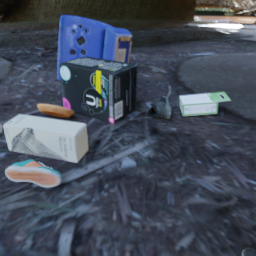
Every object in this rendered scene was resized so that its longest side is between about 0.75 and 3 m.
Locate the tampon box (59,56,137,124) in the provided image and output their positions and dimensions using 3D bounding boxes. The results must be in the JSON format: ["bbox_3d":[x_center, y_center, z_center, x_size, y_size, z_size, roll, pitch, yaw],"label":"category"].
[{"bbox_3d":[-1.093,-1.487,10.356,2.418,1.812,1.527,16,30,28],"label":"tampon box"}]

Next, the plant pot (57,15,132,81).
[{"bbox_3d":[-1.436,-3.521,13.222,2.622,2.917,2.917,15,21,15],"label":"plant pot"}]

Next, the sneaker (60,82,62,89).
[{"bbox_3d":[-2.495,-1.700,11.920,0.582,0.873,1.523,-5,23,-1],"label":"sneaker"}]

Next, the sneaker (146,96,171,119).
[{"bbox_3d":[1.082,-0.802,10.423,0.837,0.558,1.461,5,31,-5],"label":"sneaker"}]

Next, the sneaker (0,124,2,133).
[{"bbox_3d":[-4.960,0.023,8.440,1.945,0.716,1.124,-18,35,-41],"label":"sneaker"}]

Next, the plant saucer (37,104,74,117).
[{"bbox_3d":[-2.536,-0.578,9.773,1.264,0.237,1.264,10,-6,1],"label":"plant saucer"}]

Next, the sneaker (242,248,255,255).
[{"bbox_3d":[2.144,2.169,4.375,0.359,0.510,0.960,-4,26,-8],"label":"sneaker"}]

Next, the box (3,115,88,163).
[{"bbox_3d":[-2.280,0.274,7.843,2.207,0.907,0.755,7,28,17],"label":"box"}]

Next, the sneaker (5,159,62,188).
[{"bbox_3d":[-2.191,1.020,6.736,1.431,0.511,0.572,7,30,14],"label":"sneaker"}]

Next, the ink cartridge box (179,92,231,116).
[{"bbox_3d":[2.826,-0.889,10.462,1.712,0.508,0.889,-5,26,5],"label":"ink cartridge box"}]
